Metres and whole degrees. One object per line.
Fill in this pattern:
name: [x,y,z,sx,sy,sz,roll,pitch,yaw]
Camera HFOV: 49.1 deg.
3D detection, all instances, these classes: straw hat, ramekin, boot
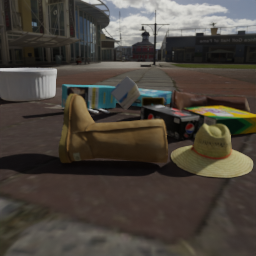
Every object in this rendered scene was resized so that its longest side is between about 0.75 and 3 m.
straw hat: [1.742,0.310,5.781,1.792,0.759,1.792,-1,15,0]
ramekin: [-5.055,-2.235,14.090,2.938,1.432,2.938,0,15,0]
boot: [-0.293,-0.010,5.998,2.102,0.695,1.841,-3,55,2]
boot: [2.965,-0.788,9.964,2.800,0.899,2.610,9,19,17]

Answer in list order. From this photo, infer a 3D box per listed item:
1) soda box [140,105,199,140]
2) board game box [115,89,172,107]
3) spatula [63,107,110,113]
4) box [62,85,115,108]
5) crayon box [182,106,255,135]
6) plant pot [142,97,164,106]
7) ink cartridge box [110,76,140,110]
soda box: [1.128,-0.207,8.018,0.685,0.613,1.936,-8,17,-28]
board game box: [0.625,-1.371,12.596,2.200,0.516,1.661,12,19,38]
spatula: [-1.630,-0.717,10.960,1.297,0.150,1.865,-3,15,-34]
box: [-1.506,-1.223,10.972,2.096,0.863,0.515,-4,16,-32]
crayon box: [2.714,-0.262,8.389,1.522,0.514,1.764,-5,16,-20]
plant pot: [0.845,-0.677,9.678,0.740,0.736,0.757,1,5,4]
ink cartridge box: [-0.071,-1.258,10.296,0.495,0.858,1.183,44,0,15]
